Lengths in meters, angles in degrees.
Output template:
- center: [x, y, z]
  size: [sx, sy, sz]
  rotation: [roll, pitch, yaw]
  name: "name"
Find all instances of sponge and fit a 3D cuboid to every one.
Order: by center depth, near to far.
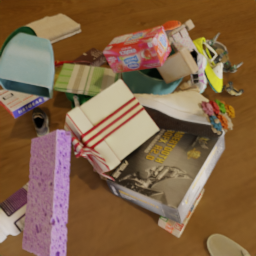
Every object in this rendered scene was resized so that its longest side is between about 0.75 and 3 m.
- center: [-1.902, 1.482, 6.521]
  size: [0.405, 1.515, 2.716]
  rotation: [9, 76, -39]
  name: "sponge"

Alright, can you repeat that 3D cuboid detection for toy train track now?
- center: [-0.855, 0.764, 8.707]
  size: [1.113, 0.316, 1.941]
  rotation: [21, 44, -35]
  name: "toy train track"

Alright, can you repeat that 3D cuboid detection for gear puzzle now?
- center: [2.404, -0.355, 7.098]
  size: [1.708, 0.224, 0.885]
  rotation: [-11, 70, -50]
  name: "gear puzzle"

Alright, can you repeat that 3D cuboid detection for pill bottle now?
- center: [-2.862, 2.180, 7.287]
  size: [0.899, 0.899, 1.613]
  rotation: [35, 57, 27]
  name: "pill bottle"

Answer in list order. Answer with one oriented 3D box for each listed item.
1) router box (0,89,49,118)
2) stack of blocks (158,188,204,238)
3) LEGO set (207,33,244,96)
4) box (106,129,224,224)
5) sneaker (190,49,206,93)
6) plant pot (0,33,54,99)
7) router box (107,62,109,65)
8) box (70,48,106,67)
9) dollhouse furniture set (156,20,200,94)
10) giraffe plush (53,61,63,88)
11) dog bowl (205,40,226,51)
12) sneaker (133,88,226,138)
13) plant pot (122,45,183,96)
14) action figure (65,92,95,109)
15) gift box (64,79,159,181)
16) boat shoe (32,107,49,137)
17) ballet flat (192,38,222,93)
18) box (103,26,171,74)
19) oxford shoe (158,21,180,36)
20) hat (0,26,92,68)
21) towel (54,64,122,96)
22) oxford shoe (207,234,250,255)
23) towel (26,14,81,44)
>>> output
- center: [-4.033, -1.184, 10.612]
  size: [1.495, 0.365, 1.342]
  rotation: [-36, 58, -27]
  name: "router box"
- center: [1.367, 2.102, 7.664]
  size: [0.839, 0.427, 1.457]
  rotation: [26, 53, 21]
  name: "stack of blocks"
- center: [3.700, -2.481, 11.370]
  size: [1.895, 0.827, 2.918]
  rotation: [25, 57, -15]
  name: "LEGO set"
- center: [1.122, 1.023, 8.005]
  size: [2.266, 0.692, 2.861]
  rotation: [14, 48, 37]
  name: "box"
- center: [1.985, -1.768, 8.540]
  size: [0.522, 0.939, 1.342]
  rotation: [-10, 66, 37]
  name: "sneaker"
- center: [-2.482, -1.612, 7.160]
  size: [1.281, 1.285, 1.309]
  rotation: [11, 81, -12]
  name: "plant pot"
- center: [-0.171, -3.181, 12.380]
  size: [1.047, 0.359, 1.404]
  rotation: [17, 51, 14]
  name: "router box"
- center: [-1.705, -2.783, 11.925]
  size: [0.730, 0.546, 1.458]
  rotation: [29, 57, 23]
  name: "box"
- center: [2.120, -2.311, 8.887]
  size: [2.357, 1.151, 2.010]
  rotation: [-42, 105, -32]
  name: "dollhouse furniture set"
- center: [-2.801, -2.092, 11.186]
  size: [1.026, 0.885, 0.832]
  rotation: [-10, 56, 2]
  name: "giraffe plush"
- center: [3.628, -3.352, 12.476]
  size: [1.558, 0.457, 1.558]
  rotation: [0, 48, 0]
  name: "dog bowl"
- center: [1.340, -0.611, 8.067]
  size: [2.913, 1.061, 1.233]
  rotation: [15, 63, 8]
  name: "sneaker"
- center: [0.817, -2.001, 10.179]
  size: [2.299, 1.845, 2.299]
  rotation: [6, 58, -10]
  name: "plant pot"
- center: [-1.442, -0.938, 10.102]
  size: [1.727, 0.799, 2.924]
  rotation: [-12, 58, -10]
  name: "action figure"
- center: [-0.499, 0.199, 7.322]
  size: [1.930, 1.907, 2.066]
  rotation: [-36, 84, -18]
  name: "gift box"
- center: [-3.055, -0.293, 9.732]
  size: [0.517, 0.509, 1.388]
  rotation: [-19, 51, -16]
  name: "boat shoe"
- center: [2.910, -2.261, 9.908]
  size: [0.687, 0.689, 2.055]
  rotation: [-26, 86, -53]
  name: "ballet flat"
- center: [0.250, -2.206, 8.047]
  size: [1.697, 0.810, 0.846]
  rotation: [-1, 44, 35]
  name: "box"
- center: [1.122, -2.830, 8.065]
  size: [0.819, 0.298, 0.292]
  rotation: [-11, 63, 21]
  name: "oxford shoe"
- center: [-2.972, -2.347, 10.154]
  size: [2.219, 2.088, 2.520]
  rotation: [25, 71, 9]
  name: "hat"
- center: [-1.380, -1.672, 10.017]
  size: [2.194, 0.337, 1.637]
  rotation: [7, 42, -1]
  name: "towel"
- center: [2.773, 3.287, 6.521]
  size: [0.790, 0.607, 2.102]
  rotation: [-32, 54, -22]
  name: "oxford shoe"
- center: [-3.861, -4.787, 13.727]
  size: [2.746, 0.473, 1.819]
  rotation: [-34, 56, -26]
  name: "towel"
